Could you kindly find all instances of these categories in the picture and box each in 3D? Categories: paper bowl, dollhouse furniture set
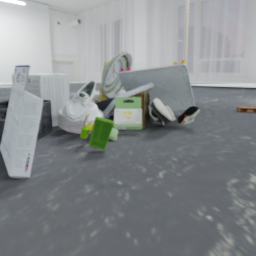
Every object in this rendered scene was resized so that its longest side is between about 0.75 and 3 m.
[{"bbox_3d":[-1.740,-0.488,10.290,1.641,0.853,1.641,6,23,-3],"label":"paper bowl"},{"bbox_3d":[-0.784,-0.065,8.513,1.070,0.827,2.141,17,12,-2],"label":"dollhouse furniture set"}]

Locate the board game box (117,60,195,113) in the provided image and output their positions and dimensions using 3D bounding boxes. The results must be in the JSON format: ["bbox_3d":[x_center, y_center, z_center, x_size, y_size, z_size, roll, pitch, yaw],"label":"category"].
[{"bbox_3d":[1.383,-1.772,12.824,2.977,0.385,2.977,-3,-33,19],"label":"board game box"}]

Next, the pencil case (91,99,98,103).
[{"bbox_3d":[-1.996,-1.221,15.124,0.554,0.637,1.425,-41,5,14],"label":"pencil case"}]

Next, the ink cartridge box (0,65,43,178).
[{"bbox_3d":[-2.500,-0.283,6.575,0.498,2.301,2.259,11,6,-30],"label":"ink cartridge box"}]

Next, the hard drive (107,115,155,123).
[{"bbox_3d":[0.131,-0.377,11.666,1.237,0.388,1.834,12,16,44],"label":"hard drive"}]

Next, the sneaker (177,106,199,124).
[{"bbox_3d":[2.378,-0.462,10.644,0.496,0.374,1.062,11,-37,-33],"label":"sneaker"}]

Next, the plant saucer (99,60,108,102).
[{"bbox_3d":[-1.183,-2.262,15.188,0.505,2.084,2.084,7,40,-10],"label":"plant saucer"}]

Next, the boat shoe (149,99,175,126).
[{"bbox_3d":[1.184,-0.520,10.482,0.683,0.836,2.264,-31,-12,15],"label":"boat shoe"}]

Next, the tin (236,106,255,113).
[{"bbox_3d":[6.473,-0.975,14.893,1.329,0.278,0.744,4,17,20],"label":"tin"}]

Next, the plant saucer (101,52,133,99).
[{"bbox_3d":[-0.642,-2.458,12.765,0.581,2.316,2.316,29,22,17],"label":"plant saucer"}]

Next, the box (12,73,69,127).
[{"bbox_3d":[-3.535,-1.177,11.397,2.043,2.053,1.342,10,15,37],"label":"box"}]

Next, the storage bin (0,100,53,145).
[{"bbox_3d":[-3.658,-0.242,9.230,1.645,1.141,2.434,1,11,5],"label":"storage bin"}]

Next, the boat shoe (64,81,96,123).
[{"bbox_3d":[-1.610,-0.969,9.474,0.691,0.628,1.879,21,45,-3],"label":"boat shoe"}]

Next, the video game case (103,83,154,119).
[{"bbox_3d":[-0.094,-1.073,11.797,2.068,0.228,1.882,-27,-10,-36],"label":"video game case"}]

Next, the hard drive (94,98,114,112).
[{"bbox_3d":[-1.244,-0.936,12.709,2.086,0.442,1.407,-17,3,27],"label":"hard drive"}]

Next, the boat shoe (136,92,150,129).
[{"bbox_3d":[0.538,-0.661,10.926,0.511,1.504,0.541,-3,-24,22],"label":"boat shoe"}]

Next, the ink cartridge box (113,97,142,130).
[{"bbox_3d":[-0.002,-0.596,9.995,0.985,1.353,0.324,1,-25,1],"label":"ink cartridge box"}]
